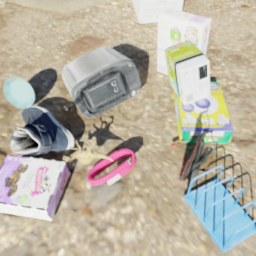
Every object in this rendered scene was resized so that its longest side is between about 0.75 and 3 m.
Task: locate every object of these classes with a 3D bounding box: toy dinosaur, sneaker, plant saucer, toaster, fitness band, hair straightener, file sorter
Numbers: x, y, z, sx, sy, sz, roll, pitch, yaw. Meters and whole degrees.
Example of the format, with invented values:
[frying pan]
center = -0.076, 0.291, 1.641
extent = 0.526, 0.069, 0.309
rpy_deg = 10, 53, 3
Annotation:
[toy dinosaur]
center = -1.146, 0.705, 7.979
extent = 1.384, 0.403, 0.700
rpy_deg = 0, 81, -12
[sneaker]
center = -3.037, 0.011, 8.637
extent = 2.375, 0.903, 1.716
rpy_deg = 32, 22, 29
[plant saucer]
center = -3.856, -1.269, 10.011
extent = 1.183, 1.183, 0.213
rpy_deg = 9, 29, 8
[toaster]
center = -1.123, -1.658, 10.023
extent = 2.901, 1.648, 1.873
rpy_deg = -30, 44, -8
[fitness band]
center = -0.480, 1.142, 8.108
extent = 1.555, 0.291, 1.117
rpy_deg = -34, 24, -16
[hair straightener]
center = 2.026, 0.909, 7.681
extent = 0.383, 1.874, 0.721
rpy_deg = -1, 30, -39
[file sorter]
center = 2.460, 2.001, 7.220
extent = 1.179, 1.042, 1.699
rpy_deg = -21, 52, -17

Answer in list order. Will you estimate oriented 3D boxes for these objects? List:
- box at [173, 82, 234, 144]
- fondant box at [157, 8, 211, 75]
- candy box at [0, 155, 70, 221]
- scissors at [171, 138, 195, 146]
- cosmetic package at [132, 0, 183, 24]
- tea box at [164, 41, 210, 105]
[box]
center = 2.555, -0.749, 9.960
extent = 1.697, 0.699, 2.892
rpy_deg = 0, 45, 1
[fondant box]
center = 2.046, -3.071, 10.760
extent = 1.802, 2.498, 0.728
rpy_deg = 27, 56, 26
[candy box]
center = -2.750, 1.608, 7.773
extent = 1.825, 0.653, 1.531
rpy_deg = 5, 48, 9
[scissors]
center = 1.762, 0.458, 8.927
extent = 0.806, 0.295, 0.056
rpy_deg = -15, 89, 7
[cosmetic package]
center = 1.508, -7.286, 14.802
extent = 2.305, 2.291, 2.754
rpy_deg = -6, 49, -5
[tea box]
center = 1.995, -1.863, 9.467
extent = 0.984, 1.473, 1.449
rpy_deg = -20, 45, -1
